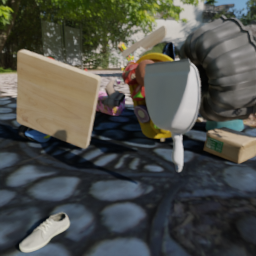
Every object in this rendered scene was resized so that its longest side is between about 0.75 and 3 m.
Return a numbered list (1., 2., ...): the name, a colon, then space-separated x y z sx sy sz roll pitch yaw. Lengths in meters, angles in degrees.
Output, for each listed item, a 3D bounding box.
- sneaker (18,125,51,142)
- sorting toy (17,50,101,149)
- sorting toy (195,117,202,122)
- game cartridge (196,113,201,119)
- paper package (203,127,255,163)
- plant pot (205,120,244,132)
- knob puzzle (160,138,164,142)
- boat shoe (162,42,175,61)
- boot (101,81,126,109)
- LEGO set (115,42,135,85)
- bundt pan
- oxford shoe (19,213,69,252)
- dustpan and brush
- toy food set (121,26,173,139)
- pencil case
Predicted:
1. sneaker: -3.091 -0.287 9.976 1.158 0.990 2.794 6 18 -1
2. sorting toy: -1.925 -0.864 7.977 2.287 2.273 0.796 21 34 7
3. sorting toy: 2.464 -0.664 12.657 1.797 0.354 1.941 4 15 16
4. game cartridge: 2.396 -1.122 10.896 1.115 1.674 0.348 -20 -20 -45
5. paper package: 2.877 0.450 7.822 1.071 0.582 1.124 -11 25 -41
6. plant pot: 3.465 -0.596 10.126 1.330 1.250 1.330 -8 21 3
7. knob puzzle: 0.788 -0.676 8.797 0.352 2.538 2.538 -9 14 4
8. boat shoe: 1.302 -2.234 9.485 0.602 1.431 0.491 0 -11 -7
9. boot: -0.531 -1.367 11.521 0.952 1.302 0.457 9 -21 32
10. LEGO set: 0.006 -1.967 8.906 0.679 1.477 0.550 -14 49 -20
11. bundt pan: 2.346 -1.485 7.879 1.122 2.990 2.990 -17 18 -11
12. oxford shoe: -1.290 1.592 4.355 0.341 0.262 0.908 14 22 33
13. dustpan and brush: 0.811 -0.155 5.106 0.576 2.012 1.404 0 8 -29
14. toy food set: 0.497 -0.923 6.819 1.566 2.661 0.869 -13 8 36
15. pencil case: -1.310 -1.333 13.671 1.198 1.146 2.769 19 -2 -42
